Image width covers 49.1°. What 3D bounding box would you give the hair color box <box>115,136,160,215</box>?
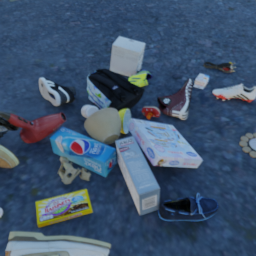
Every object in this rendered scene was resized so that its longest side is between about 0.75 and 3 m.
[{"bbox_3d":[0.255,1.404,8.594,0.664,1.084,2.189,-15,44,-12],"label":"hair color box"}]

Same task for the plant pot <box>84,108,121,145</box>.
[{"bbox_3d":[-0.756,0.060,9.671,1.297,1.297,0.871,-18,62,-19],"label":"plant pot"}]

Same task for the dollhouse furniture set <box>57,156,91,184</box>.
[{"bbox_3d":[-1.819,1.453,9.193,0.858,0.540,0.971,23,5,-30],"label":"dollhouse furniture set"}]

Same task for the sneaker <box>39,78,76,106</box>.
[{"bbox_3d":[-3.045,-1.623,12.391,1.216,0.794,2.174,-13,38,-34],"label":"sneaker"}]

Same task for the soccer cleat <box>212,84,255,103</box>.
[{"bbox_3d":[4.648,-1.586,12.216,1.818,0.774,0.624,10,42,10],"label":"soccer cleat"}]

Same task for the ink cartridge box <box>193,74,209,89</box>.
[{"bbox_3d":[3.477,-2.211,13.287,0.493,0.291,0.857,20,45,21],"label":"ink cartridge box"}]

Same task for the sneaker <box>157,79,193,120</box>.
[{"bbox_3d":[1.969,-1.357,11.900,1.374,0.900,2.378,8,43,13],"label":"sneaker"}]

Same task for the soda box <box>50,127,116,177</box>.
[{"bbox_3d":[-1.533,0.786,9.541,2.245,0.762,0.720,20,46,21],"label":"soda box"}]

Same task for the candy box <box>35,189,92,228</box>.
[{"bbox_3d":[-1.894,2.333,8.229,1.552,0.205,0.793,-12,41,-14],"label":"candy box"}]

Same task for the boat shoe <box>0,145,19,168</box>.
[{"bbox_3d":[-4.838,0.991,9.268,2.641,0.977,0.877,9,47,23],"label":"boat shoe"}]

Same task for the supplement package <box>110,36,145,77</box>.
[{"bbox_3d":[-0.039,-3.453,13.701,1.374,1.437,1.057,18,44,8],"label":"supplement package"}]

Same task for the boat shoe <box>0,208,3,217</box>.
[{"bbox_3d":[-4.170,2.636,7.697,0.470,0.497,1.385,16,41,35],"label":"boat shoe"}]

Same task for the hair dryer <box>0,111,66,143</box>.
[{"bbox_3d":[-3.494,-0.003,9.544,2.812,2.141,0.764,-13,76,-24],"label":"hair dryer"}]

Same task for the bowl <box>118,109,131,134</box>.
[{"bbox_3d":[-0.275,-0.270,10.646,0.517,0.960,0.960,5,41,17],"label":"bowl"}]

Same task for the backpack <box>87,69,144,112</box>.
[{"bbox_3d":[-0.768,-1.524,11.689,2.257,1.735,1.841,45,58,14],"label":"backpack"}]

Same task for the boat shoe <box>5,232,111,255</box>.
[{"bbox_3d":[-1.717,3.127,6.917,2.530,0.945,0.865,4,62,0],"label":"boat shoe"}]

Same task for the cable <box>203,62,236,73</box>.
[{"bbox_3d":[4.673,-3.070,14.367,1.593,0.401,0.774,2,57,20],"label":"cable"}]

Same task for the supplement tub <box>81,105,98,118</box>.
[{"bbox_3d":[-1.502,-0.619,11.084,0.539,0.539,0.817,-20,15,-21],"label":"supplement tub"}]

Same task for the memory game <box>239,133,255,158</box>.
[{"bbox_3d":[4.771,0.658,10.206,1.384,0.088,1.384,-1,41,1],"label":"memory game"}]

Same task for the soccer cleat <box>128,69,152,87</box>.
[{"bbox_3d":[0.472,-2.104,12.946,0.794,0.614,1.899,30,50,15],"label":"soccer cleat"}]

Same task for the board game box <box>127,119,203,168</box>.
[{"bbox_3d":[1.207,0.517,9.427,1.979,0.407,1.974,9,32,-34],"label":"board game box"}]

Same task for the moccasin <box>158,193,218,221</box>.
[{"bbox_3d":[1.759,2.296,7.962,1.771,0.604,0.713,-9,42,-10],"label":"moccasin"}]

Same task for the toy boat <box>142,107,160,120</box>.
[{"bbox_3d":[0.890,-0.550,11.232,0.759,0.495,0.496,3,54,28],"label":"toy boat"}]
